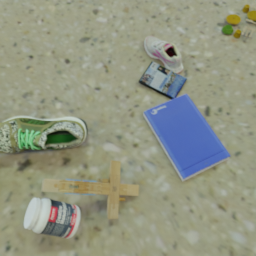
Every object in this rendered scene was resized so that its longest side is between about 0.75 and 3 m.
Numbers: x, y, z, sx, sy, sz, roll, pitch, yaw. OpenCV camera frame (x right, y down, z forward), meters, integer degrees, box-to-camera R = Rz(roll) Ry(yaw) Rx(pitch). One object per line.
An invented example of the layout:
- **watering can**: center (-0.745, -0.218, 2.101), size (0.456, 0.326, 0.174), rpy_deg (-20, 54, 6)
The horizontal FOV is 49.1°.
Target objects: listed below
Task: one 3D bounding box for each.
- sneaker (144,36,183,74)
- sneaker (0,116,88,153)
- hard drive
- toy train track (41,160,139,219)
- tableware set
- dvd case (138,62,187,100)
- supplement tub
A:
- **sneaker**: center (1.340, -2.870, 10.288), size (0.767, 0.832, 1.885), rpy_deg (-39, 68, -18)
- **sneaker**: center (-2.608, 0.234, 8.028), size (2.941, 1.303, 1.131), rpy_deg (-7, 101, -10)
- **hard drive**: center (1.806, 0.211, 8.932), size (1.675, 0.322, 2.539), rpy_deg (-23, 64, -12)
- **toy train track**: center (-0.972, 1.625, 7.567), size (2.715, 0.442, 1.557), rpy_deg (10, 75, -29)
- **tableware set**: center (4.652, -4.336, 11.417), size (1.291, 0.294, 1.917), rpy_deg (26, 66, 16)
- **dvd case**: center (1.234, -1.684, 9.987), size (1.447, 0.127, 1.032), rpy_deg (29, 68, 9)
- **supplement tub**: center (-1.902, 2.272, 7.087), size (1.203, 0.844, 0.844), rpy_deg (23, 58, -28)
